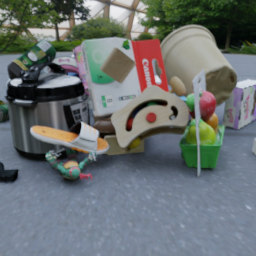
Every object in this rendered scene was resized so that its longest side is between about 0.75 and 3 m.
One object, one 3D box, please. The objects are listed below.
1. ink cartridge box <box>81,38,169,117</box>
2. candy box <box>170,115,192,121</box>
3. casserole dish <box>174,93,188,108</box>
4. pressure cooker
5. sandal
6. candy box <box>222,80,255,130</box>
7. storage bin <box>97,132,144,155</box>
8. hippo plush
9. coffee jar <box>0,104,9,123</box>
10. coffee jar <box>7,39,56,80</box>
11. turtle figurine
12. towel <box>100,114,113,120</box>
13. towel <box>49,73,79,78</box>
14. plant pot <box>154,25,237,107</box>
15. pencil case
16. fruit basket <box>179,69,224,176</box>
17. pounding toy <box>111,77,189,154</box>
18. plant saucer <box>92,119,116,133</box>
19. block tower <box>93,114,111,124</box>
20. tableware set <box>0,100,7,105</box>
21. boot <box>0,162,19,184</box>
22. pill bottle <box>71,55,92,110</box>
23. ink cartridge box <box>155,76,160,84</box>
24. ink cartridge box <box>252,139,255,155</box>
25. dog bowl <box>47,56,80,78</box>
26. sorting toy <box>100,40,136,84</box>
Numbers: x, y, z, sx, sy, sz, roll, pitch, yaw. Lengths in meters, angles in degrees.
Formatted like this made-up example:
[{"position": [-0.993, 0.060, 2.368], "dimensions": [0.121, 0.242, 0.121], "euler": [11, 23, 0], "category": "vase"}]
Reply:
[{"position": [0.076, -1.699, 8.913], "dimensions": [2.803, 2.255, 0.702], "euler": [-12, 3, -18], "category": "ink cartridge box"}, {"position": [2.043, -0.701, 12.472], "dimensions": [1.684, 0.602, 1.413], "euler": [-18, 27, -40], "category": "candy box"}, {"position": [2.888, -1.215, 12.272], "dimensions": [1.636, 0.524, 2.701], "euler": [2, 20, -2], "category": "casserole dish"}, {"position": [-2.602, -0.668, 9.045], "dimensions": [2.535, 2.838, 2.496], "euler": [-11, 22, -29], "category": "pressure cooker"}, {"position": [-1.491, 0.170, 7.796], "dimensions": [2.283, 0.654, 0.875], "euler": [14, 22, -28], "category": "sandal"}, {"position": [4.798, -1.015, 11.696], "dimensions": [0.728, 1.708, 2.036], "euler": [18, 26, 41], "category": "candy box"}, {"position": [-0.288, 0.289, 9.586], "dimensions": [1.439, 0.679, 1.449], "euler": [-4, 20, -12], "category": "storage bin"}, {"position": [-5.447, -2.651, 15.418], "dimensions": [2.316, 2.294, 2.880], "euler": [13, 28, 39], "category": "hippo plush"}, {"position": [-5.307, -0.769, 12.474], "dimensions": [0.589, 0.720, 1.380], "euler": [34, 28, 8], "category": "coffee jar"}, {"position": [-3.604, -2.406, 10.444], "dimensions": [1.880, 0.802, 0.980], "euler": [-49, 6, -26], "category": "coffee jar"}, {"position": [-1.561, 0.953, 7.465], "dimensions": [1.299, 0.874, 1.736], "euler": [6, 0, -27], "category": "turtle figurine"}, {"position": [-0.239, -0.725, 9.886], "dimensions": [1.305, 0.210, 1.247], "euler": [-19, -12, -35], "category": "towel"}, {"position": [-2.648, -1.929, 10.939], "dimensions": [1.407, 0.341, 0.785], "euler": [8, 29, 31], "category": "towel"}, {"position": [2.723, -2.138, 10.752], "dimensions": [2.737, 2.737, 2.506], "euler": [-6, 41, -17], "category": "plant pot"}, {"position": [-1.561, -2.209, 10.716], "dimensions": [0.858, 1.963, 0.858], "euler": [-14, -14, -4], "category": "pencil case"}, {"position": [2.088, -0.265, 8.284], "dimensions": [1.239, 2.643, 2.448], "euler": [-7, 16, 24], "category": "fruit basket"}, {"position": [0.877, -0.188, 8.389], "dimensions": [2.745, 1.575, 1.570], "euler": [-37, 71, -6], "category": "pounding toy"}, {"position": [-0.283, -0.126, 9.918], "dimensions": [2.126, 0.389, 2.126], "euler": [-4, 5, 0], "category": "plant saucer"}, {"position": [-0.947, -0.541, 11.936], "dimensions": [0.542, 0.506, 1.873], "euler": [-1, 14, 13], "category": "block tower"}, {"position": [-5.707, -1.233, 13.644], "dimensions": [2.058, 0.316, 1.386], "euler": [-10, -11, 9], "category": "tableware set"}, {"position": [-3.311, 1.198, 7.598], "dimensions": [0.658, 0.297, 0.803], "euler": [-3, 27, -2], "category": "boot"}, {"position": [-1.968, -2.346, 13.975], "dimensions": [1.482, 2.602, 1.482], "euler": [-1, 25, 1], "category": "pill bottle"}, {"position": [0.414, -2.281, 16.041], "dimensions": [2.858, 1.183, 2.094], "euler": [1, 20, 4], "category": "ink cartridge box"}, {"position": [4.596, 0.706, 8.678], "dimensions": [1.152, 0.493, 0.850], "euler": [3, 20, 2], "category": "ink cartridge box"}, {"position": [-2.689, -2.306, 12.114], "dimensions": [1.600, 1.600, 0.590], "euler": [-3, 56, -8], "category": "dog bowl"}, {"position": [-0.190, -1.930, 8.023], "dimensions": [0.839, 1.135, 0.167], "euler": [30, 12, -36], "category": "sorting toy"}]
